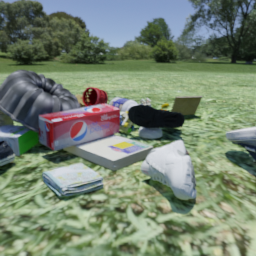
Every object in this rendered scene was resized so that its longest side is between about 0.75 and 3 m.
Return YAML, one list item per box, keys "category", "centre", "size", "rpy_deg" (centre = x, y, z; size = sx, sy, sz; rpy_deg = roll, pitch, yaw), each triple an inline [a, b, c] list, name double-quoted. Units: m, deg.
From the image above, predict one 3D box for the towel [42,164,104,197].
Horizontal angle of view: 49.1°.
- category: "towel"
  centre: [-1.316, 1.216, 6.620]
  size: [1.079, 0.304, 1.261]
  rpy_deg: [-7, 16, -35]

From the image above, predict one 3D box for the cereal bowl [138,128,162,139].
- category: "cereal bowl"
  centre: [0.843, 0.099, 10.662]
  size: [0.922, 0.384, 0.922]
  rpy_deg: [1, 14, 0]

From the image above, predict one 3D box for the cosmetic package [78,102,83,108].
- category: "cosmetic package"
  centre: [-2.187, -0.630, 11.897]
  size: [0.463, 0.685, 1.302]
  rpy_deg: [6, 44, 13]

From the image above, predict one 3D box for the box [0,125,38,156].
- category: "box"
  centre: [-3.792, 0.355, 9.133]
  size: [1.189, 0.651, 1.347]
  rpy_deg: [2, 15, 6]

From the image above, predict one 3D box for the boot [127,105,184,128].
- category: "boot"
  centre: [1.081, -0.387, 10.781]
  size: [2.212, 0.819, 1.813]
  rpy_deg: [7, 3, 1]

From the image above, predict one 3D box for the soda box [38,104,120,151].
- category: "soda box"
  centre: [-1.462, -0.088, 8.964]
  size: [0.840, 0.928, 2.650]
  rpy_deg: [20, 25, 41]

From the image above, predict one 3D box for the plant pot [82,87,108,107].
- category: "plant pot"
  centre: [-1.243, -1.135, 10.716]
  size: [0.805, 0.805, 0.733]
  rpy_deg: [8, 5, 29]

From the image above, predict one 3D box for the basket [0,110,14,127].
- category: "basket"
  centre: [-5.243, -0.240, 9.275]
  size: [1.659, 1.823, 2.689]
  rpy_deg: [8, 16, 14]

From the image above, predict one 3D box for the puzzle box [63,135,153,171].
- category: "puzzle box"
  centre: [-0.676, 0.637, 8.723]
  size: [1.650, 0.315, 2.481]
  rpy_deg: [-14, 20, -43]

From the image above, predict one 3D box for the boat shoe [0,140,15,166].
- category: "boat shoe"
  centre: [-3.613, 0.753, 6.916]
  size: [0.812, 0.678, 2.178]
  rpy_deg: [-13, 5, 12]

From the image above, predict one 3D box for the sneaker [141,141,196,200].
- category: "sneaker"
  centre: [0.891, 1.033, 6.515]
  size: [1.182, 0.927, 2.378]
  rpy_deg: [-11, 10, 6]

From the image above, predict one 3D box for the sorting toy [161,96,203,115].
- category: "sorting toy"
  centre: [2.517, -1.110, 13.729]
  size: [1.956, 1.457, 0.262]
  rpy_deg: [-2, 56, -9]

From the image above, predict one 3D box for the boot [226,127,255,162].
- category: "boot"
  centre: [3.508, 0.606, 7.610]
  size: [0.970, 1.205, 2.667]
  rpy_deg: [-10, -2, -3]

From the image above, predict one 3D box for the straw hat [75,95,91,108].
- category: "straw hat"
  centre: [-1.528, -0.651, 11.562]
  size: [1.768, 0.748, 1.768]
  rpy_deg: [25, 16, -8]

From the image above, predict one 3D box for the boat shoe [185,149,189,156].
- category: "boat shoe"
  centre: [1.515, 0.706, 8.321]
  size: [0.461, 0.382, 1.284]
  rpy_deg: [1, 15, -7]

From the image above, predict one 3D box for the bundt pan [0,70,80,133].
- category: "bundt pan"
  centre: [-2.940, -0.982, 9.737]
  size: [3.028, 1.136, 3.028]
  rpy_deg: [31, 17, -11]

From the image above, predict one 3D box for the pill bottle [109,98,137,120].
- category: "pill bottle"
  centre: [-0.075, -0.832, 13.009]
  size: [0.975, 0.975, 1.629]
  rpy_deg: [-11, 18, -37]

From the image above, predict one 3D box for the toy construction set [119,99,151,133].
- category: "toy construction set"
  centre: [0.161, -0.490, 11.068]
  size: [0.815, 1.160, 1.769]
  rpy_deg: [34, 56, 30]
